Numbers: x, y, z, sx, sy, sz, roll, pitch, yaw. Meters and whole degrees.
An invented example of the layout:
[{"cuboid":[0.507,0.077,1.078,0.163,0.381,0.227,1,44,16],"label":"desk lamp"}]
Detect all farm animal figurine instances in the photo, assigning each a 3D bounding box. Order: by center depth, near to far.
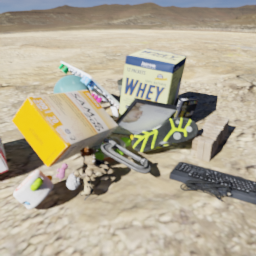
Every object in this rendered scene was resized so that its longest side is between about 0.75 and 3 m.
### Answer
[{"cuboid":[-1.134,1.163,7.672,0.708,1.137,1.408,-24,18,42],"label":"farm animal figurine"}]

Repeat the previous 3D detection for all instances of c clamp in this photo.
[{"cuboid":[-0.058,0.807,8.682,1.876,0.254,1.602,30,12,15],"label":"c clamp"}]

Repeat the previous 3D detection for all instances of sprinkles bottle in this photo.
[{"cuboid":[-1.315,-0.512,12.203,1.688,0.576,0.576,-11,27,-17],"label":"sprinkles bottle"}]

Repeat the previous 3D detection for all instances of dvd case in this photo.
[{"cuboid":[0.478,-0.270,9.792,1.569,2.200,0.193,8,60,-24],"label":"dvd case"}]

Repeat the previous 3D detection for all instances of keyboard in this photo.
[{"cuboid":[2.593,1.487,8.112,2.738,0.543,1.425,12,28,26],"label":"keyboard"}]

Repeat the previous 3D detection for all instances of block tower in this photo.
[{"cuboid":[3.100,0.284,10.417,0.700,0.749,2.592,15,28,27],"label":"block tower"}]

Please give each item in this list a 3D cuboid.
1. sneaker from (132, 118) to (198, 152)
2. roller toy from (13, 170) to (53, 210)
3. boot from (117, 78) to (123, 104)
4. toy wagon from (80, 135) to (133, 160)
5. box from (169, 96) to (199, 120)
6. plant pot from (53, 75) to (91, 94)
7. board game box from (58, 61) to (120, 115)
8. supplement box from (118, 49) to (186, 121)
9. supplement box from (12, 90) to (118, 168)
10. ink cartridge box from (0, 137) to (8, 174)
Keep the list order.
[{"cuboid":[1.266,0.230,9.779,2.329,0.878,0.890,-14,-7,5],"label":"sneaker"},{"cuboid":[-2.414,1.610,7.248,0.888,0.680,0.973,-41,13,4],"label":"roller toy"},{"cuboid":[-0.117,-1.810,14.188,0.703,1.356,2.076,3,16,15],"label":"boot"},{"cuboid":[-0.705,0.644,9.949,2.028,0.401,1.574,-9,23,-21],"label":"toy wagon"},{"cuboid":[2.285,-0.688,11.585,0.363,1.192,1.479,32,26,30],"label":"box"},{"cuboid":[-2.226,-1.246,11.556,1.537,1.537,1.233,-8,32,-17],"label":"plant pot"},{"cuboid":[-1.589,-1.703,12.729,0.374,2.890,2.890,-53,43,-4],"label":"board game box"},{"cuboid":[1.043,-1.623,11.635,1.855,2.761,2.764,15,25,16],"label":"supplement box"},{"cuboid":[-1.821,-0.141,8.824,1.815,1.059,2.879,49,27,8],"label":"supplement box"},{"cuboid":[-4.791,0.794,8.705,1.652,0.933,2.251,-25,32,-16],"label":"ink cartridge box"}]
